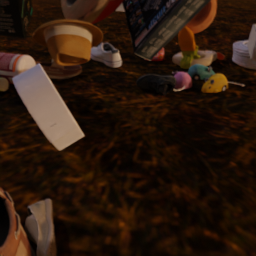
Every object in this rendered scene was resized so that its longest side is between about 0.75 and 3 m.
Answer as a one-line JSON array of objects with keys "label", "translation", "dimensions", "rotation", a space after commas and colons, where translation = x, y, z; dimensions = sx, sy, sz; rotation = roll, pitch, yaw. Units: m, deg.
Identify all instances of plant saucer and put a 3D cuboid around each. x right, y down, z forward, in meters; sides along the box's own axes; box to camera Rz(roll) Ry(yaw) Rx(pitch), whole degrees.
[{"label": "plant saucer", "translation": [2.441, -4.624, 10.790], "dimensions": [1.880, 1.880, 0.352], "rotation": [6, 9, 11]}]

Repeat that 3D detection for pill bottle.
[{"label": "pill bottle", "translation": [-4.311, -2.110, 9.910], "dimensions": [1.843, 1.052, 1.052], "rotation": [10, 31, 16]}]

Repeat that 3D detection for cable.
[{"label": "cable", "translation": [5.737, -3.145, 11.936], "dimensions": [2.480, 0.859, 2.480], "rotation": [-17, 33, -24]}]

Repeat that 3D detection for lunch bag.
[{"label": "lunch bag", "translation": [1.119, -3.387, 12.744], "dimensions": [0.975, 0.454, 1.107], "rotation": [5, 30, 9]}]

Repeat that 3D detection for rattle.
[{"label": "rattle", "translation": [3.076, -3.478, 11.753], "dimensions": [2.444, 1.746, 1.591], "rotation": [-18, 18, -19]}]

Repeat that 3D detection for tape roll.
[{"label": "tape roll", "translation": [-1.025, -0.258, 3.679], "dimensions": [0.392, 1.120, 1.120], "rotation": [-31, 37, -8]}]

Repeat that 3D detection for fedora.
[{"label": "fedora", "translation": [-1.156, -1.594, 5.544], "dimensions": [1.450, 0.592, 1.450], "rotation": [-7, -5, -1]}]

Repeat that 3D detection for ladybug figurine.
[{"label": "ladybug figurine", "translation": [-0.746, -3.434, 6.619], "dimensions": [1.049, 1.980, 2.917], "rotation": [2, 1, -33]}]

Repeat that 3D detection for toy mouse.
[{"label": "toy mouse", "translation": [2.346, -1.863, 10.012], "dimensions": [2.658, 0.514, 2.363], "rotation": [-16, 33, -25]}]

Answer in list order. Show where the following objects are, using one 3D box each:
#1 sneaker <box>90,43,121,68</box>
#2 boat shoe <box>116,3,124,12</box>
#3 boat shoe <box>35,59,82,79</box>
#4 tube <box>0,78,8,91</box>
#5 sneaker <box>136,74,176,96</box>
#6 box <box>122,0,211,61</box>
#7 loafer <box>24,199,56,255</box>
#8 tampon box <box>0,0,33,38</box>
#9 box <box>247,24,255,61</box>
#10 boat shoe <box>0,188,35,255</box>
[{"label": "sneaker", "translation": [-1.019, -3.347, 12.301], "dimensions": [0.847, 0.821, 2.319], "rotation": [-21, 36, -32]}, {"label": "boat shoe", "translation": [-0.783, -4.126, 8.608], "dimensions": [2.828, 1.040, 0.924], "rotation": [-3, 39, -34]}, {"label": "boat shoe", "translation": [-2.690, -2.235, 10.495], "dimensions": [1.901, 0.682, 0.720], "rotation": [-9, 31, -15]}, {"label": "tube", "translation": [-4.921, -1.525, 9.560], "dimensions": [1.735, 0.451, 0.504], "rotation": [6, -8, 21]}, {"label": "sneaker", "translation": [0.905, -1.424, 9.250], "dimensions": [1.332, 0.509, 0.763], "rotation": [4, 31, 9]}, {"label": "box", "translation": [0.873, -3.060, 6.287], "dimensions": [0.564, 2.450, 1.948], "rotation": [12, 54, -35]}, {"label": "loafer", "translation": [-1.311, 1.536, 4.158], "dimensions": [0.419, 0.464, 1.226], "rotation": [-7, 21, -15]}, {"label": "tampon box", "translation": [-3.622, -3.947, 7.990], "dimensions": [1.317, 2.087, 1.564], "rotation": [4, 51, -8]}, {"label": "box", "translation": [3.914, -2.417, 7.915], "dimensions": [0.842, 0.701, 2.049], "rotation": [11, 30, 13]}, {"label": "boat shoe", "translation": [-2.189, 1.206, 4.144], "dimensions": [1.058, 1.003, 2.795], "rotation": [-25, 38, -37]}]
